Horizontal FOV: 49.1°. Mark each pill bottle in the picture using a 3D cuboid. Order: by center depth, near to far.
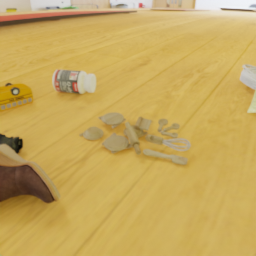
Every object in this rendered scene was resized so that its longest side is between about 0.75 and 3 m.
[{"bbox_3d":[-2.660,-2.292,13.966,1.939,1.123,1.123,5,30,10],"label":"pill bottle"}]

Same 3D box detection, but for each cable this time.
[{"bbox_3d":[6.817,-2.464,14.426,2.034,0.704,2.034,18,34,6],"label":"cable"}]

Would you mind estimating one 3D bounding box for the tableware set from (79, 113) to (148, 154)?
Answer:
[{"bbox_3d":[-0.525,0.137,10.512,2.334,0.271,1.950,28,43,35],"label":"tableware set"}]

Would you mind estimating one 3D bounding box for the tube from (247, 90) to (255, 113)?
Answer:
[{"bbox_3d":[6.015,-1.225,12.732,0.621,0.694,2.390,42,40,-2],"label":"tube"}]

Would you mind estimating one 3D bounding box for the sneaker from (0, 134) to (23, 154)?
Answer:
[{"bbox_3d":[-4.144,0.500,9.624,0.855,0.571,1.493,-19,37,-33],"label":"sneaker"}]

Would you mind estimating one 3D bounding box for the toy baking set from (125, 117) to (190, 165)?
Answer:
[{"bbox_3d":[1.003,0.321,9.734,2.034,0.308,2.650,-6,38,-7],"label":"toy baking set"}]

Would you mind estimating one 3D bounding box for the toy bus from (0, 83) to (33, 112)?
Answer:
[{"bbox_3d":[-5.558,-1.326,12.415,2.460,0.963,0.801,-24,39,-36],"label":"toy bus"}]

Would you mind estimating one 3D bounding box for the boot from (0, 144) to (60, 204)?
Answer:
[{"bbox_3d":[-3.435,1.776,7.255,2.869,1.038,2.386,26,53,29],"label":"boot"}]
